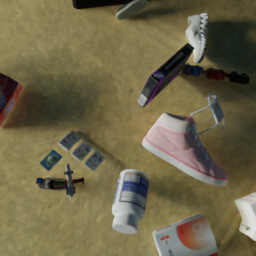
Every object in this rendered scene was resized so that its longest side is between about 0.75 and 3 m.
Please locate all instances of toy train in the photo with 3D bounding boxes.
[{"bbox_3d":[2.701,-1.673,8.781,2.204,0.505,0.376,10,113,2],"label":"toy train"}]

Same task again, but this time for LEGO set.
[{"bbox_3d":[-1.801,1.188,8.395,1.403,0.461,1.879,38,62,6],"label":"LEGO set"}]

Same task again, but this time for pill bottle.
[{"bbox_3d":[0.057,2.029,7.758,0.883,0.883,1.592,12,51,2],"label":"pill bottle"}]

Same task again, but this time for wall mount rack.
[{"bbox_3d":[2.283,-0.369,7.888,0.979,0.420,1.127,-43,115,-32],"label":"wall mount rack"}]

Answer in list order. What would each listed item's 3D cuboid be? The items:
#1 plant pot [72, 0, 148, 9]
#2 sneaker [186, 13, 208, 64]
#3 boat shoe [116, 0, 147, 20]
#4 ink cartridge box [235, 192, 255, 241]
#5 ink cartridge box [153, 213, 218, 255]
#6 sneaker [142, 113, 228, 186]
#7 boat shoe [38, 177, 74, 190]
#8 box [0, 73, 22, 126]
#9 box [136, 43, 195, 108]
[{"bbox_3d":[-0.718,-5.548,8.493,2.599,2.306,2.593,-7,81,0],"label":"plant pot"},{"bbox_3d":[2.186,-2.860,9.003,0.683,0.633,1.685,4,77,11],"label":"sneaker"},{"bbox_3d":[0.101,-3.894,9.108,1.093,0.408,0.340,-22,47,18],"label":"boat shoe"},{"bbox_3d":[4.062,2.383,7.832,1.915,1.231,1.199,-21,79,-2],"label":"ink cartridge box"},{"bbox_3d":[1.791,3.689,8.042,1.620,0.501,1.997,-21,81,-3],"label":"ink cartridge box"},{"bbox_3d":[1.886,0.522,8.059,2.709,1.020,1.416,29,103,4],"label":"sneaker"},{"bbox_3d":[-2.194,1.684,8.431,1.103,0.314,0.369,2,82,0],"label":"boat shoe"},{"bbox_3d":[-3.953,-0.818,8.498,0.748,0.781,1.567,28,82,-10],"label":"box"},{"bbox_3d":[1.076,-1.517,8.099,0.334,1.322,1.849,43,61,8],"label":"box"}]
